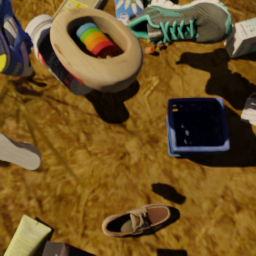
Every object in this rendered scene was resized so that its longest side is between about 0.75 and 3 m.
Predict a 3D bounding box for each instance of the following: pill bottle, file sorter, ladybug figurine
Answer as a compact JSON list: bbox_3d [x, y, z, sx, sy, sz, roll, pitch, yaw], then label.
[{"bbox_3d":[-2.211,-2.560,9.806,2.778,1.609,1.609,43,77,13],"label":"pill bottle"},{"bbox_3d":[4.446,-0.644,9.752,0.641,0.575,0.923,22,74,7],"label":"file sorter"},{"bbox_3d":[-0.728,-1.722,6.262,1.780,0.943,2.622,-23,61,-21],"label":"ladybug figurine"}]

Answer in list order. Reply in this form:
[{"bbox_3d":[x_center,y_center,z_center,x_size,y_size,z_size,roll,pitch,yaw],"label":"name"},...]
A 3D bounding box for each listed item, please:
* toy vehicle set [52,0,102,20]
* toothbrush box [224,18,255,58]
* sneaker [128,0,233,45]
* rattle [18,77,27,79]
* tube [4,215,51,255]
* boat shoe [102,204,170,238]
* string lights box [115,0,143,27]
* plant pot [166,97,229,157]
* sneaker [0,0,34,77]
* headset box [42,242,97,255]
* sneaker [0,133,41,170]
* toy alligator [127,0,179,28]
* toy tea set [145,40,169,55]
[{"bbox_3d":[-2.036,-4.719,11.195,1.252,0.267,2.015,26,74,8],"label":"toy vehicle set"},{"bbox_3d":[4.581,-3.372,10.269,1.675,1.226,0.714,-16,73,-6],"label":"toothbrush box"},{"bbox_3d":[1.146,-2.476,7.013,1.344,1.144,2.947,-38,38,-21],"label":"sneaker"},{"bbox_3d":[-4.649,-2.103,10.055,1.249,1.139,1.749,-38,88,-10],"label":"rattle"},{"bbox_3d":[-3.348,3.956,8.330,0.638,0.713,2.459,10,65,42],"label":"tube"},{"bbox_3d":[0.272,2.862,8.526,2.178,0.782,0.825,-17,73,-5],"label":"boat shoe"},{"bbox_3d":[0.043,-4.716,11.008,1.071,0.615,2.085,-5,73,-2],"label":"string lights box"},{"bbox_3d":[2.080,0.090,9.008,1.717,1.544,1.717,-1,72,-1],"label":"plant pot"},{"bbox_3d":[-3.420,-2.592,8.055,1.014,1.128,2.744,-28,66,33],"label":"sneaker"},{"bbox_3d":[-1.216,3.374,5.994,1.888,0.729,1.405,40,50,-32],"label":"headset box"},{"bbox_3d":[-2.460,0.437,5.901,1.331,0.769,0.490,32,87,-13],"label":"sneaker"},{"bbox_3d":[1.112,-3.882,8.382,2.792,0.925,0.671,-42,50,22],"label":"toy alligator"},{"bbox_3d":[1.055,-3.324,10.764,1.187,0.439,0.706,-39,106,-14],"label":"toy tea set"}]
